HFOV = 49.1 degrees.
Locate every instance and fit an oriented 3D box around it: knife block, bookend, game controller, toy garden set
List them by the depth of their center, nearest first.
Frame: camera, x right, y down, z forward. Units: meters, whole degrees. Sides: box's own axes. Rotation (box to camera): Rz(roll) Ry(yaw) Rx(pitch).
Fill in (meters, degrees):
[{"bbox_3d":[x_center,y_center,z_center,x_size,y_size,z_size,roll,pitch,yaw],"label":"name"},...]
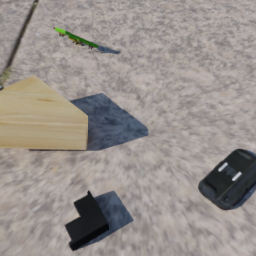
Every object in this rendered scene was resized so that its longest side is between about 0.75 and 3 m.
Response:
[{"bbox_3d":[-0.940,1.851,5.636,0.830,0.382,0.825,-26,55,-19],"label":"bookend"},{"bbox_3d":[-2.681,-0.048,6.321,2.888,0.924,2.535,36,52,21],"label":"knife block"},{"bbox_3d":[2.374,1.104,6.336,1.676,0.353,0.874,-34,44,-25],"label":"game controller"},{"bbox_3d":[-1.791,-2.865,9.012,1.323,0.264,1.103,10,17,-48],"label":"toy garden set"}]
